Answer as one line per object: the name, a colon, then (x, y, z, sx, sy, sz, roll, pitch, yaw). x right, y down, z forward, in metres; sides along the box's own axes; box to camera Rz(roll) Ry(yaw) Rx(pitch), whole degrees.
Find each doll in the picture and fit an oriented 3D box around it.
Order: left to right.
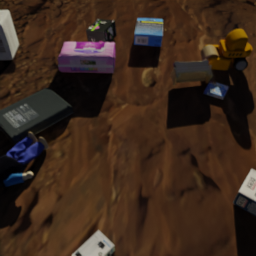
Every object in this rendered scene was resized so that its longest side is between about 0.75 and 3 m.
doll: (-3.437, 1.135, 8.390, 1.596, 0.567, 2.339, 22, 49, 21)

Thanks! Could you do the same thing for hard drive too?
hard drive: (-3.440, -0.518, 10.125, 2.373, 0.390, 1.656, -34, 55, -29)

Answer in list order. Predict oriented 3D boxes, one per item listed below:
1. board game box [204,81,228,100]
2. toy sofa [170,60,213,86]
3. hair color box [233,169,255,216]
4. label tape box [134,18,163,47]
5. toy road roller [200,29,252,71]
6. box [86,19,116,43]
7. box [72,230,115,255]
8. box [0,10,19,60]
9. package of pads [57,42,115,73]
board game box: (3.542, -1.519, 11.265, 0.775, 0.169, 0.778, 22, 49, 19)
toy sofa: (2.570, -2.253, 11.468, 1.586, 0.657, 0.774, -5, 70, -6)
hair color box: (3.994, 2.058, 7.453, 1.995, 0.604, 0.998, 29, 52, 26)
label tape box: (1.057, -4.904, 14.276, 1.372, 0.633, 1.914, 5, 44, 3)
toy road roller: (4.320, -3.446, 12.211, 2.063, 1.506, 1.268, 0, 46, 0)
box: (-1.307, -4.690, 13.854, 1.004, 0.840, 1.352, 11, 45, 18)
box: (-0.872, 3.049, 6.697, 0.592, 0.305, 1.015, 35, 55, 29)
box: (-6.207, -4.204, 12.769, 1.774, 1.765, 1.519, -2, 46, -2)
package of pads: (-1.771, -3.104, 12.289, 2.422, 0.916, 1.459, 0, 46, 0)
